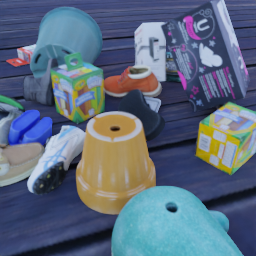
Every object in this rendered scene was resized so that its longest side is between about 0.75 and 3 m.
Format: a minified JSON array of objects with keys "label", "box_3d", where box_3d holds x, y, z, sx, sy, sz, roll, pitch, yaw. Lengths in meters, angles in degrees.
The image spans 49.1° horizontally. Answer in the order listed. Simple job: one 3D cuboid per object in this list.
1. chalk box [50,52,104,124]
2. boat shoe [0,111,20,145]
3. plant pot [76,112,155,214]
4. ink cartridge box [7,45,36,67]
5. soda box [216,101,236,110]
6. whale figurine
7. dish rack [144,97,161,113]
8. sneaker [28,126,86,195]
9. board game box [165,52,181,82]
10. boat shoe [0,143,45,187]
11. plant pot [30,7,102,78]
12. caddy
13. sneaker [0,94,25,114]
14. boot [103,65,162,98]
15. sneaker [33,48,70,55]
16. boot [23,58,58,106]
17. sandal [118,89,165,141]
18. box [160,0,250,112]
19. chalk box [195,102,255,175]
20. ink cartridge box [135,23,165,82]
[{"label":"chalk box","box_3d":[-1.601,-1.373,8.963,1.217,1.963,1.225,28,42,35]},{"label":"boat shoe","box_3d":[-3.643,-0.042,8.117,0.606,0.726,1.946,-5,27,-5]},{"label":"plant pot","box_3d":[-0.288,0.634,6.181,1.823,1.669,1.823,0,33,0]},{"label":"ink cartridge box","box_3d":[-4.787,-3.573,13.623,2.010,0.506,1.095,-27,42,-36]},{"label":"soda box","box_3d":[3.175,-0.559,9.062,0.543,0.486,1.533,9,33,10]},{"label":"whale figurine","box_3d":[1.061,1.962,4.328,2.859,1.483,2.274,24,40,32]},{"label":"dish rack","box_3d":[0.488,-0.663,9.331,1.086,0.236,0.932,11,47,18]},{"label":"sneaker","box_3d":[-1.772,0.704,6.766,0.877,0.870,2.420,20,30,5]},{"label":"board game box","box_3d":[2.117,-2.760,12.519,1.834,0.382,2.712,7,34,11]},{"label":"boat shoe","box_3d":[-3.305,0.821,6.580,2.763,0.917,1.023,-17,37,-24]},{"label":"plant pot","box_3d":[-2.474,-2.933,10.989,2.706,2.706,2.651,1,41,1]},{"label":"caddy","box_3d":[-2.736,0.119,7.896,0.938,0.697,1.327,31,40,4]},{"label":"sneaker","box_3d":[-3.941,-0.628,8.059,1.862,0.793,0.727,9,3,-22]},{"label":"boot","box_3d":[-0.039,-1.673,9.599,2.196,1.178,0.824,3,62,26]},{"label":"sneaker","box_3d":[-3.226,-3.689,13.448,2.585,0.971,1.486,-6,33,-18]},{"label":"boot","box_3d":[-3.020,-1.612,9.516,1.115,1.694,0.591,14,16,4]},{"label":"sandal","box_3d":[0.364,-0.330,8.276,1.009,0.643,2.685,-43,32,9]},{"label":"box","box_3d":[2.513,-2.271,8.688,1.629,2.839,1.876,-14,18,34]},{"label":"chalk box","box_3d":[2.808,0.155,7.393,1.844,1.147,1.142,-29,43,-34]},{"label":"ink cartridge box","box_3d":[0.798,-2.763,10.587,0.852,2.055,1.509,-3,7,-10]}]
